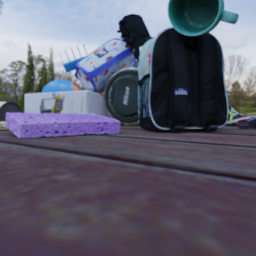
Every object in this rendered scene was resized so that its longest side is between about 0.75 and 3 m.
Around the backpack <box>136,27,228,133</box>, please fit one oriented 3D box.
[{"bbox_3d":[1.429,-1.306,7.862,2.453,2.764,2.081,-2,4,-16],"label":"backpack"}]

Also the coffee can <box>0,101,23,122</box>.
[{"bbox_3d":[-4.654,-0.512,10.388,1.246,0.912,0.912,2,4,37],"label":"coffee can"}]

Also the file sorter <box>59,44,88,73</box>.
[{"bbox_3d":[-2.404,-3.151,12.626,1.230,0.755,0.854,-22,-9,-7],"label":"file sorter"}]

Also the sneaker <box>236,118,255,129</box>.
[{"bbox_3d":[3.912,-0.132,8.791,0.977,0.368,0.383,3,-1,19],"label":"sneaker"}]

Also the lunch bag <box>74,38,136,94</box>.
[{"bbox_3d":[-0.982,-2.556,11.936,2.301,1.676,2.706,-36,8,-11],"label":"lunch bag"}]

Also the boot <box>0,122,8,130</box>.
[{"bbox_3d":[-3.721,-0.044,7.820,0.598,0.280,0.769,0,0,-5],"label":"boot"}]

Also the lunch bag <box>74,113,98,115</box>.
[{"bbox_3d":[-1.417,-0.117,8.133,0.767,0.479,1.018,4,13,17],"label":"lunch bag"}]

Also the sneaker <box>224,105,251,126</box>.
[{"bbox_3d":[3.893,-0.539,11.106,0.774,0.894,2.160,-1,3,-22],"label":"sneaker"}]

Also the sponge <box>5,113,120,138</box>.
[{"bbox_3d":[-1.503,-0.095,6.589,2.376,0.354,1.325,-1,11,-36],"label":"sponge"}]

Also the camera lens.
[{"bbox_3d":[0.453,-1.231,11.649,2.225,2.225,2.782,1,3,22],"label":"camera lens"}]

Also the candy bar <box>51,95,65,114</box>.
[{"bbox_3d":[-2.432,-0.538,9.462,0.357,1.433,0.159,-2,44,-33],"label":"candy bar"}]

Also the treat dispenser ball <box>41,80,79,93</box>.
[{"bbox_3d":[-4.243,-1.730,17.839,2.638,2.638,2.638,0,3,0],"label":"treat dispenser ball"}]

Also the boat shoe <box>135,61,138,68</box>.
[{"bbox_3d":[0.092,-2.542,13.921,0.696,1.937,0.576,12,35,-55],"label":"boat shoe"}]

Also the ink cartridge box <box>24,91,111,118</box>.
[{"bbox_3d":[-2.406,-0.767,11.547,2.912,1.247,2.149,-1,-1,23],"label":"ink cartridge box"}]

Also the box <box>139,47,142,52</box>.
[{"bbox_3d":[1.330,-2.242,9.507,1.657,0.881,1.262,-16,-25,3],"label":"box"}]

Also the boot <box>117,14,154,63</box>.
[{"bbox_3d":[0.706,-3.527,10.742,2.107,1.727,0.780,-22,-10,-28],"label":"boot"}]

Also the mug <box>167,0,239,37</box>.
[{"bbox_3d":[1.723,-2.714,6.646,1.211,1.474,0.912,-39,-2,31],"label":"mug"}]
